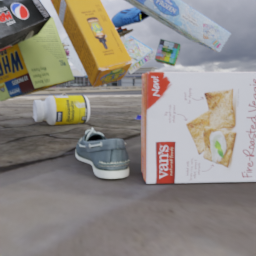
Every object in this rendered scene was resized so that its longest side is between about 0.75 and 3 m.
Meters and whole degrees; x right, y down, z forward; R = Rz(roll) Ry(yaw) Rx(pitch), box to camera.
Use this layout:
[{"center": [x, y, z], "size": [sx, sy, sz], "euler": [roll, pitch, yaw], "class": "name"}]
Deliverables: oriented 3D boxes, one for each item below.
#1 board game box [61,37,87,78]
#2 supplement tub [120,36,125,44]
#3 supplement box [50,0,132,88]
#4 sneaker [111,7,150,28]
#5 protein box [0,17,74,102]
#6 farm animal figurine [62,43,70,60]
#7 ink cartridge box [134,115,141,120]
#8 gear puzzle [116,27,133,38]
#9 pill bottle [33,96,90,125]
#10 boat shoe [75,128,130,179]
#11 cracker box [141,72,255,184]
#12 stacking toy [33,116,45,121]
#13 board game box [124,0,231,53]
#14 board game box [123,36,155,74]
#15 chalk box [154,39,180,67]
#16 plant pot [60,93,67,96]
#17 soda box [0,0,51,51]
[{"center": [-1.729, -3.631, 12.626], "size": [2.232, 2.233, 0.289], "euler": [-39, -20, -7], "class": "board game box"}, {"center": [-0.570, -3.570, 10.889], "size": [0.589, 0.589, 0.893], "euler": [-7, 37, -39], "class": "supplement tub"}, {"center": [-0.815, -2.037, 5.727], "size": [0.778, 2.337, 0.804], "euler": [-20, -14, -27], "class": "supplement box"}, {"center": [0.100, -3.571, 9.045], "size": [1.416, 0.467, 0.555], "euler": [-19, 40, 5], "class": "sneaker"}, {"center": [-2.646, -1.859, 7.365], "size": [1.220, 1.809, 1.795], "euler": [-14, 11, 25], "class": "protein box"}, {"center": [-2.318, -2.408, 9.778], "size": [0.484, 0.928, 0.918], "euler": [-3, -4, -18], "class": "farm animal figurine"}, {"center": [0.847, -0.550, 14.158], "size": [1.063, 0.197, 0.503], "euler": [-7, 11, -28], "class": "ink cartridge box"}, {"center": [-0.511, -2.850, 8.639], "size": [1.295, 0.327, 2.500], "euler": [-21, 16, 19], "class": "gear puzzle"}, {"center": [-2.834, -0.754, 11.937], "size": [2.192, 1.228, 1.228], "euler": [-5, 10, -27], "class": "pill bottle"}, {"center": [-0.594, 0.392, 6.034], "size": [0.898, 0.762, 2.465], "euler": [-3, 9, -20], "class": "boat shoe"}, {"center": [1.668, -0.036, 5.047], "size": [2.848, 1.907, 0.821], "euler": [-1, 9, -3], "class": "cracker box"}, {"center": [-4.231, -0.606, 13.411], "size": [1.034, 0.756, 0.756], "euler": [-14, -1, 36], "class": "stacking toy"}, {"center": [1.044, -3.003, 7.314], "size": [2.563, 0.559, 2.576], "euler": [26, 19, -16], "class": "board game box"}, {"center": [0.117, -3.311, 12.540], "size": [1.369, 0.348, 2.036], "euler": [-36, 45, -4], "class": "board game box"}, {"center": [0.963, -1.821, 6.825], "size": [0.514, 0.511, 0.824], "euler": [18, 11, 9], "class": "chalk box"}, {"center": [-3.689, -1.021, 14.336], "size": [1.180, 1.289, 1.289], "euler": [-11, 7, 8], "class": "plant pot"}, {"center": [-2.489, -1.927, 5.382], "size": [0.738, 0.660, 2.086], "euler": [-26, 16, 43], "class": "soda box"}]
